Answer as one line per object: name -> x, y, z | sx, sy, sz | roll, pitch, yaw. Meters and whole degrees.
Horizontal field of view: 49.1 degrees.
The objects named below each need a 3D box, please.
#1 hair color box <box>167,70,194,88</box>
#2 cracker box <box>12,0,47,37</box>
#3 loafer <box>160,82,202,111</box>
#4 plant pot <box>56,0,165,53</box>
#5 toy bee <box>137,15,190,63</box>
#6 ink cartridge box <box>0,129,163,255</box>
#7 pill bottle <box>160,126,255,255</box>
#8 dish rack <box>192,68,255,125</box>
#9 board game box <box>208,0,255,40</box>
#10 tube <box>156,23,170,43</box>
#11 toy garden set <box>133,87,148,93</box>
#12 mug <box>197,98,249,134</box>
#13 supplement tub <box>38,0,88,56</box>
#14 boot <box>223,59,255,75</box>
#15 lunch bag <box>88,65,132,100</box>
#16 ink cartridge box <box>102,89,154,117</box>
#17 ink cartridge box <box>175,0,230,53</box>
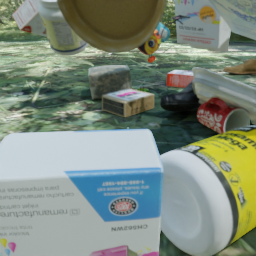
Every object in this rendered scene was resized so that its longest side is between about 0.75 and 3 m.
hair color box -> 2.863, -2.178, 12.591 | 1.994, 0.637, 1.106 | 11, 23, 24
cracker box -> -2.488, -4.101, 9.412 | 2.336, 0.674, 1.565 | -31, -4, 24
loafer -> 2.191, -1.120, 9.084 | 2.787, 0.978, 0.946 | -10, -3, -28
plant pot -> -0.419, -3.000, 6.139 | 2.682, 2.682, 0.368 | 9, 39, 23
toy bee -> 0.355, -2.385, 7.512 | 2.233, 1.214, 1.462 | 21, 33, 36
ink cartridge box -> -0.409, 1.009, 2.603 | 1.329, 1.839, 0.779 | -2, 25, -4
pill bottle -> 1.553, 0.715, 4.052 | 2.362, 1.328, 1.328 | -14, 25, -32
dish rack -> 2.823, -0.662, 7.267 | 2.615, 0.569, 2.245 | 24, 2, 15
board game box -> 1.936, -2.094, 3.844 | 2.961, 0.645, 2.976 | 31, 13, -38
tube -> 0.607, -3.389, 9.109 | 0.517, 0.795, 2.052 | -1, -9, 40
toy garden set -> 0.293, -1.558, 11.568 | 0.824, 0.197, 0.989 | 9, 23, 22
mug -> 2.422, -0.374, 7.326 | 0.803, 1.069, 1.204 | -16, 22, -18
supplement tub -> -1.881, -3.139, 8.221 | 1.229, 1.695, 1.229 | -2, 51, 3
boot -> 6.404, -3.388, 15.484 | 2.240, 0.845, 0.825 | 0, 23, 3
lunch bag -> -0.748, -1.925, 11.108 | 1.582, 1.134, 1.929 | -8, 24, -3
ink cartridge box -> 0.001, -0.859, 9.292 | 1.145, 0.522, 1.389 | 21, 30, 41
ink cartridge box -> 2.549, -3.761, 9.546 | 1.623, 2.819, 0.956 | 20, 50, 34
